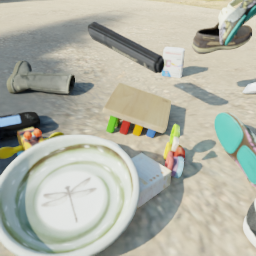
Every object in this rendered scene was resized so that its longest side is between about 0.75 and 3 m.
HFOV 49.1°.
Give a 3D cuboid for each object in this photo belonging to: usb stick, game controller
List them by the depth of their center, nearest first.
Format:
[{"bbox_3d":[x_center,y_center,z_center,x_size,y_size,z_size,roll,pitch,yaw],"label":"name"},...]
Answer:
[{"bbox_3d":[-0.093,-2.389,8.293,2.624,0.728,0.428,32,77,18],"label":"usb stick"},{"bbox_3d":[-3.973,-0.049,8.510,2.460,0.518,1.283,-12,33,-21],"label":"game controller"}]

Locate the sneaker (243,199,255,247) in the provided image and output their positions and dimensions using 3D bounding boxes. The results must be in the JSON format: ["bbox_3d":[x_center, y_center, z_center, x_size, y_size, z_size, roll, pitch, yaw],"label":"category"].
[{"bbox_3d":[3.094,1.878,4.182,1.084,1.659,2.966,-17,35,-26],"label":"sneaker"}]

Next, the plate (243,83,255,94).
[{"bbox_3d":[5.219,-1.591,11.159,1.033,0.167,1.035,-3,24,39],"label":"plate"}]

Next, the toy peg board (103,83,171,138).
[{"bbox_3d":[0.268,-0.397,8.962,1.887,0.927,1.894,19,34,2],"label":"toy peg board"}]

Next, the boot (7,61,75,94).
[{"bbox_3d":[-3.453,-2.114,11.580,2.472,0.897,2.248,-6,45,4],"label":"boot"}]

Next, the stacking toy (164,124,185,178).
[{"bbox_3d":[1.269,0.582,6.967,0.518,1.110,1.227,14,31,0],"label":"stacking toy"}]

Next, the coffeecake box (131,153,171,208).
[{"bbox_3d":[0.199,1.210,6.457,1.269,0.464,0.974,-25,39,-35],"label":"coffeecake box"}]

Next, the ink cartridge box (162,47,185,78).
[{"bbox_3d":[2.029,-2.964,12.653,0.890,1.232,0.521,10,32,16],"label":"ink cartridge box"}]

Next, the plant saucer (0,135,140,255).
[{"bbox_3d":[-1.179,1.368,5.652,2.853,0.716,2.853,-2,44,2],"label":"plant saucer"}]

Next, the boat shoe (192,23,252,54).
[{"bbox_3d":[3.217,-3.110,9.402,2.148,0.787,0.800,-18,55,-7],"label":"boat shoe"}]

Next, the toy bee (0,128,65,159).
[{"bbox_3d":[-2.210,0.480,6.865,2.443,1.328,1.599,22,37,33],"label":"toy bee"}]

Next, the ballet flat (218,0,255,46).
[{"bbox_3d":[3.037,-3.158,7.912,0.837,0.837,2.326,27,62,37],"label":"ballet flat"}]

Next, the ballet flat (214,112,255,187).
[{"bbox_3d":[3.157,0.548,7.331,0.942,0.915,2.647,11,32,-19],"label":"ballet flat"}]

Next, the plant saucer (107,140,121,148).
[{"bbox_3d":[-0.841,0.811,7.224,1.446,0.363,1.446,0,32,0],"label":"plant saucer"}]
